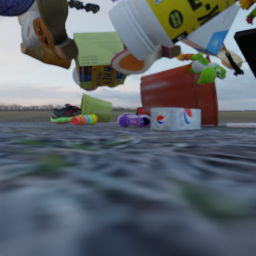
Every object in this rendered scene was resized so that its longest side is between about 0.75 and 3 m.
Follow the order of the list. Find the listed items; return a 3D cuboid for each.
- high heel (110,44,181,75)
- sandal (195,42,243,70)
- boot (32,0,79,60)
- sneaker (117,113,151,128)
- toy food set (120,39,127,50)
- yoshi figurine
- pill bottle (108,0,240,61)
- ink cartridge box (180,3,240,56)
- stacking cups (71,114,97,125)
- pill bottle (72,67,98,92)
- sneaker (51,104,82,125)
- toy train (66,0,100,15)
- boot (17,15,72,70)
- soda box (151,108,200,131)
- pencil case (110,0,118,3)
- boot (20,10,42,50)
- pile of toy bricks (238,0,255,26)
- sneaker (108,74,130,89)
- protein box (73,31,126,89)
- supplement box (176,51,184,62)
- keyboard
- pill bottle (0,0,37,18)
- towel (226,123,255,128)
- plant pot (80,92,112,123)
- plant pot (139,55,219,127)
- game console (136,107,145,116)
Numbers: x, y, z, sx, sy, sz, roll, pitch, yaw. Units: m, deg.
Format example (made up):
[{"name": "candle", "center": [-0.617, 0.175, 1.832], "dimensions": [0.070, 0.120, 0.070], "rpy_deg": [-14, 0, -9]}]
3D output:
[{"name": "high heel", "center": [0.317, -2.104, 7.870], "dimensions": [2.314, 0.779, 1.110], "rpy_deg": [-26, 37, -25]}, {"name": "sandal", "center": [3.554, -3.266, 11.104], "dimensions": [0.940, 0.843, 2.564], "rpy_deg": [-28, 48, -13]}, {"name": "boot", "center": [-1.522, -2.063, 5.371], "dimensions": [0.577, 1.504, 1.167], "rpy_deg": [-39, 43, -18]}, {"name": "sneaker", "center": [0.250, -0.214, 8.956], "dimensions": [1.162, 0.467, 0.514], "rpy_deg": [1, 9, -17]}, {"name": "toy food set", "center": [-0.324, -3.595, 12.181], "dimensions": [0.367, 1.261, 1.827], "rpy_deg": [4, -34, -23]}, {"name": "yoshi figurine", "center": [2.062, -1.645, 7.885], "dimensions": [0.784, 0.781, 1.395], "rpy_deg": [31, 4, -44]}, {"name": "pill bottle", "center": [1.041, -2.738, 5.904], "dimensions": [2.751, 1.572, 1.572], "rpy_deg": [-31, -10, 20]}, {"name": "ink cartridge box", "center": [1.861, -3.610, 8.701], "dimensions": [2.938, 1.702, 0.980], "rpy_deg": [16, 16, -30]}, {"name": "stacking cups", "center": [-2.186, -0.347, 13.992], "dimensions": [0.568, 0.568, 1.879], "rpy_deg": [0, 6, 19]}, {"name": "pill bottle", "center": [-1.695, -2.111, 11.927], "dimensions": [1.072, 1.072, 1.909], "rpy_deg": [0, 0, 0]}, {"name": "sneaker", "center": [-3.125, -0.857, 15.574], "dimensions": [2.683, 1.124, 1.030], "rpy_deg": [-5, -9, 15]}, {"name": "toy train", "center": [-1.836, -4.331, 9.781], "dimensions": [1.906, 0.325, 0.436], "rpy_deg": [19, 44, 15]}, {"name": "boot", "center": [-2.721, -3.356, 9.616], "dimensions": [0.916, 2.604, 1.864], "rpy_deg": [-12, -14, 40]}, {"name": "soda box", "center": [1.137, -0.194, 6.442], "dimensions": [0.531, 0.494, 1.557], "rpy_deg": [1, 2, 37]}, {"name": "pencil case", "center": [-0.475, -3.105, 6.027], "dimensions": [0.386, 0.904, 0.379], "rpy_deg": [-44, -10, 16]}, {"name": "boot", "center": [-2.760, -3.570, 8.371], "dimensions": [1.151, 2.407, 0.885], "rpy_deg": [-8, -16, 41]}, {"name": "pile of toy bricks", "center": [2.979, -2.737, 6.022], "dimensions": [1.259, 1.120, 2.269], "rpy_deg": [43, -1, 1]}, {"name": "sneaker", "center": [-0.120, -2.662, 11.163], "dimensions": [2.434, 1.279, 0.922], "rpy_deg": [-30, -12, 20]}, {"name": "protein box", "center": [-0.944, -2.215, 9.095], "dimensions": [1.509, 1.520, 1.026], "rpy_deg": [-7, -32, -14]}, {"name": "supplement box", "center": [1.980, -2.994, 11.263], "dimensions": [0.317, 0.307, 0.921], "rpy_deg": [10, 33, -31]}, {"name": "keyboard", "center": [3.251, -1.813, 7.325], "dimensions": [1.359, 0.220, 2.139], "rpy_deg": [-4, -27, 40]}, {"name": "pill bottle", "center": [-2.959, -3.393, 6.138], "dimensions": [1.782, 1.782, 2.978], "rpy_deg": [0, 17, 13]}, {"name": "towel", "center": [3.739, -0.080, 8.965], "dimensions": [0.932, 0.150, 0.890], "rpy_deg": [0, 1, 36]}, {"name": "plant pot", "center": [-1.805, -0.976, 15.683], "dimensions": [1.669, 1.816, 1.816], "rpy_deg": [7, 0, -14]}, {"name": "plant pot", "center": [1.802, -1.134, 10.222], "dimensions": [2.492, 2.563, 2.563], "rpy_deg": [-8, 0, 12]}, {"name": "game console", "center": [1.505, -0.205, 12.695], "dimensions": [2.265, 1.344, 1.952], "rpy_deg": [-1, 33, -9]}]
